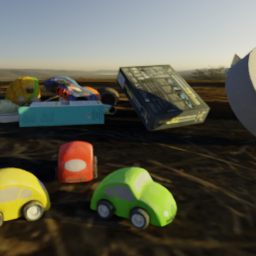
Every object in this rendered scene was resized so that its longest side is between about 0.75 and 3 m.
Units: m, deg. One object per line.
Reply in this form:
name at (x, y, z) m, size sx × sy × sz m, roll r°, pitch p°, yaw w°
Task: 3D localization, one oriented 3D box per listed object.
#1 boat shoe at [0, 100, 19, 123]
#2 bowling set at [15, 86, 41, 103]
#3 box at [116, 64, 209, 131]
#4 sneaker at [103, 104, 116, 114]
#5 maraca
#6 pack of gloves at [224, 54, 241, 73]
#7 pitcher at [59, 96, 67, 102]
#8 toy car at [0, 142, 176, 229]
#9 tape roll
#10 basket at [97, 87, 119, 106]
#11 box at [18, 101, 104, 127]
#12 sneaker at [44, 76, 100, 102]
boat shoe at (-4.635, -0.634, 10.366) m, size 2.550 × 0.791 × 0.918 m, roll -10°, pitch 16°, yaw -38°
bowling set at (-4.211, -1.091, 11.674) m, size 1.777 × 1.236 × 0.954 m, roll -7°, pitch 15°, yaw -13°
box at (1.138, -1.200, 9.937) m, size 2.241 × 0.725 × 2.841 m, roll -10°, pitch 47°, yaw -24°
sneaker at (-1.146, -0.832, 11.897) m, size 1.299 × 0.478 × 0.766 m, roll 0°, pitch 6°, yaw -24°
maraca at (-5.009, -1.573, 12.952) m, size 2.428 × 1.664 × 1.299 m, roll -3°, pitch -29°, yaw 36°
pack of gloves at (5.243, -2.107, 12.896) m, size 2.055 × 0.483 × 2.447 m, roll 47°, pitch -1°, yaw 12°
pitcher at (-2.559, -1.323, 13.749) m, size 1.393 × 0.845 × 1.195 m, roll 1°, pitch 18°, yaw -45°
toy car at (-0.587, 0.790, 4.156) m, size 2.655 × 0.629 × 2.821 m, roll 6°, pitch 14°, yaw 25°
tape roll at (3.825, -0.870, 7.238) m, size 2.578 × 2.578 × 0.852 m, roll -6°, pitch -20°, yaw -27°
basket at (-1.036, -1.508, 14.199) m, size 1.226 × 0.925 × 1.360 m, roll 22°, pitch 14°, yaw -10°
box at (-2.343, -0.531, 10.031) m, size 2.845 × 0.699 × 1.171 m, roll -3°, pitch 13°, yaw -11°
sneaker at (-2.567, -1.544, 12.725) m, size 2.618 × 0.986 × 1.027 m, roll 18°, pitch 45°, yaw -6°
